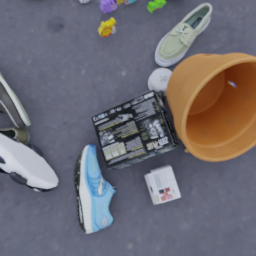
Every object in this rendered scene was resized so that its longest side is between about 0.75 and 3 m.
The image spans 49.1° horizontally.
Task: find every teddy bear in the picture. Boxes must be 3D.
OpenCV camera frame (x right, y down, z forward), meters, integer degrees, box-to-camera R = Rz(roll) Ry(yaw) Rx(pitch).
[{"bbox_3d":[2.022,0.392,8.624,0.802,0.369,1.107,-26,76,-4],"label":"teddy bear"}]

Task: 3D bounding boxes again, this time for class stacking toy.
[{"bbox_3d":[-0.266,-4.421,9.783,2.554,0.600,1.925,-28,70,-11],"label":"stacking toy"}]

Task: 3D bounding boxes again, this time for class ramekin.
[{"bbox_3d":[1.107,-1.516,9.115,0.913,0.425,0.913,0,74,0],"label":"ramekin"}]

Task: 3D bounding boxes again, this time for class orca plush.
[{"bbox_3d":[-3.401,1.019,7.739,1.050,2.953,1.554,-39,40,21],"label":"orca plush"}]

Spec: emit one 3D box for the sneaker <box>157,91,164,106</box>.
[{"bbox_3d":[0.761,-0.435,8.815,0.677,0.567,1.492,2,76,19],"label":"sneaker"}]

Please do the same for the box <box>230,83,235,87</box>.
[{"bbox_3d":[3.332,-0.702,8.882,0.488,0.448,1.393,-3,75,-1],"label":"box"}]

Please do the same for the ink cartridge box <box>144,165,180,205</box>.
[{"bbox_3d":[0.973,1.650,8.120,0.818,0.390,0.931,-17,89,1],"label":"ink cartridge box"}]

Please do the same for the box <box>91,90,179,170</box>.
[{"bbox_3d":[0.192,0.109,8.119,2.041,0.879,1.671,-23,75,15],"label":"box"}]

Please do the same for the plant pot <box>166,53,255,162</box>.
[{"bbox_3d":[2.341,-0.786,7.725,2.864,2.864,2.005,-23,34,-6],"label":"plant pot"}]

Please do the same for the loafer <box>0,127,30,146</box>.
[{"bbox_3d":[-4.182,0.365,8.408,2.253,0.785,0.847,-15,75,-4],"label":"loafer"}]

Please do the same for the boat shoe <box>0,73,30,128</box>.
[{"bbox_3d":[-4.005,-0.997,8.627,0.868,1.027,2.882,-32,68,-18],"label":"boat shoe"}]

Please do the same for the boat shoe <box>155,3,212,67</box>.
[{"bbox_3d":[1.819,-3.163,9.349,0.941,0.811,2.614,38,77,13],"label":"boat shoe"}]

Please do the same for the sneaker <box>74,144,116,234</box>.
[{"bbox_3d":[-0.935,1.685,8.137,1.121,0.976,2.491,-1,74,-22],"label":"sneaker"}]
